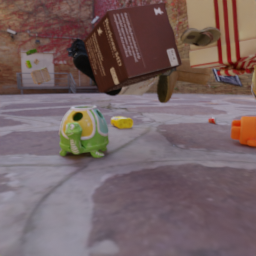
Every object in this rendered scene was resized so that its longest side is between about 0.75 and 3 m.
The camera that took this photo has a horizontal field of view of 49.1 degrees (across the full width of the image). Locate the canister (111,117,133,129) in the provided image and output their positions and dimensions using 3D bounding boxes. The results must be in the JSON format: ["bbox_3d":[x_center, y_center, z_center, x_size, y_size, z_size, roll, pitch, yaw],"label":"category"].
[{"bbox_3d":[-0.355,-0.296,14.746,0.862,0.502,1.161,-4,9,-22],"label":"canister"}]

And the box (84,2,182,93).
[{"bbox_3d":[0.045,-2.345,8.581,1.867,1.886,2.273,-19,4,-25],"label":"box"}]

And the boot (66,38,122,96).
[{"bbox_3d":[-1.429,-2.609,11.820,2.554,0.945,2.093,35,16,-31],"label":"boot"}]

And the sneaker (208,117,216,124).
[{"bbox_3d":[4.774,-0.384,15.993,0.385,0.349,0.906,-14,3,5],"label":"sneaker"}]

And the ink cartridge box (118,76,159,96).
[{"bbox_3d":[0.644,-2.395,13.446,1.892,0.480,2.147,-7,-30,-50],"label":"ink cartridge box"}]

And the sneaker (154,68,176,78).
[{"bbox_3d":[1.491,-2.276,11.435,1.105,0.447,0.408,-21,48,15],"label":"sneaker"}]

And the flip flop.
[{"bbox_3d":[1.496,-1.803,5.644,1.021,0.414,0.294,-10,51,-35],"label":"flip flop"}]

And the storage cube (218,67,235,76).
[{"bbox_3d":[3.230,-2.838,9.071,1.598,1.681,1.870,31,24,11],"label":"storage cube"}]

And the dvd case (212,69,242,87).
[{"bbox_3d":[4.244,-2.147,12.030,1.191,0.095,0.886,10,46,-11],"label":"dvd case"}]

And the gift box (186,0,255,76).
[{"bbox_3d":[2.667,-2.299,6.395,2.271,2.121,2.096,1,11,41],"label":"gift box"}]

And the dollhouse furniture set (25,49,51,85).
[{"bbox_3d":[-3.281,-2.163,10.001,0.609,1.218,0.470,-25,16,-27],"label":"dollhouse furniture set"}]

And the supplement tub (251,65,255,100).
[{"bbox_3d":[5.664,-2.207,10.031,2.149,2.149,2.976,4,-29,21],"label":"supplement tub"}]

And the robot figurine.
[{"bbox_3d":[4.931,0.105,10.672,1.894,1.104,1.362,4,7,21],"label":"robot figurine"}]

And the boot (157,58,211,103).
[{"bbox_3d":[2.673,-2.218,13.058,2.572,2.253,0.851,0,9,-27],"label":"boot"}]

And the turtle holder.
[{"bbox_3d":[-1.592,0.109,9.232,1.691,1.580,2.226,7,12,34],"label":"turtle holder"}]
